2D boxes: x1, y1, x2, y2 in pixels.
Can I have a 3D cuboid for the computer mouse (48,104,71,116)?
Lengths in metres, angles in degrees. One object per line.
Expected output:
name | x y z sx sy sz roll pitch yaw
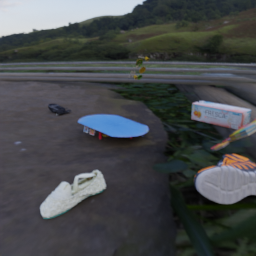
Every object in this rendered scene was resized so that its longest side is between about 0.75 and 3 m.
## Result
computer mouse | -3.450 -0.850 13.637 1.203 0.317 0.833 25 28 32

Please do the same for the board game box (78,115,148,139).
board game box | -0.539 0.101 10.317 2.571 0.501 2.031 21 22 36

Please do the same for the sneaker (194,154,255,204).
sneaker | 2.313 1.144 6.643 2.189 0.849 1.226 5 11 -21

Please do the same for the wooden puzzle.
wooden puzzle | 3.637 -0.074 8.087 2.688 0.189 1.594 -28 -8 -10

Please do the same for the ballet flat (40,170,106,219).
ballet flat | -1.211 1.360 6.153 0.608 0.608 1.694 15 24 39

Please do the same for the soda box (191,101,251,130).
soda box | 3.891 -0.563 11.895 0.811 0.754 2.372 -16 24 -40

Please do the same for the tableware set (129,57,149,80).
tableware set | 0.487 -2.311 10.958 0.694 1.030 0.158 -6 47 -41
